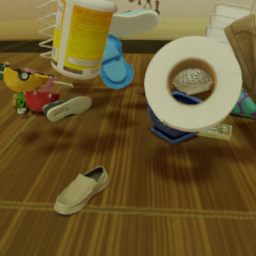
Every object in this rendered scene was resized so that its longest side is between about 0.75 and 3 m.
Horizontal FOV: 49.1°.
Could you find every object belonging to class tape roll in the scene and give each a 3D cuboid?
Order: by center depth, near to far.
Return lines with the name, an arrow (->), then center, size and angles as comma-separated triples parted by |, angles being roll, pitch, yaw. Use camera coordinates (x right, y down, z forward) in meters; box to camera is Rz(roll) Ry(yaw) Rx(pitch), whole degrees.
tape roll -> 1.334, -0.883, 5.924 | 1.945, 1.945, 0.680 | 7, -4, 14

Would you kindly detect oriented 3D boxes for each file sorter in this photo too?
file sorter -> 3.391, -3.497, 9.575 | 1.307, 1.883, 1.173 | 19, -4, 17
file sorter -> -2.806, -3.861, 11.354 | 1.407, 2.028, 1.263 | -1, 4, 38

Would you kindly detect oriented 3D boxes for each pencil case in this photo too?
pencil case -> 5.066, -0.896, 10.586 | 2.408, 1.113, 1.025 | 12, 31, 22

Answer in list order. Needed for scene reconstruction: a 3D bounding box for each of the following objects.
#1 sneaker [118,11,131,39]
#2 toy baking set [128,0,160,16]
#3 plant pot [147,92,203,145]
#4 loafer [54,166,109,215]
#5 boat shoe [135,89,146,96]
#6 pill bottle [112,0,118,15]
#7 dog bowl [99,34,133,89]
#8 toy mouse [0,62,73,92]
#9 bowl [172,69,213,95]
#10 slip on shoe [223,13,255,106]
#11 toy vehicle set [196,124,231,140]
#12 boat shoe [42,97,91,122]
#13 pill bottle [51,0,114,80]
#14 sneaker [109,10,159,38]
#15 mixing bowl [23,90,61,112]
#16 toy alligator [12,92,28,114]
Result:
sneaker -> -0.322, -4.159, 11.719 | 0.700, 1.703, 0.630 | 45, -2, 6
toy baking set -> 0.704, -5.076, 10.971 | 1.784, 0.208, 1.369 | 22, -8, -21
plant pot -> 1.544, -0.300, 9.188 | 1.383, 1.243, 1.383 | -20, 33, -28
loafer -> -1.087, 1.399, 6.605 | 0.620, 0.560, 1.639 | 16, 31, 30
boat shoe -> 0.755, -1.644, 12.969 | 0.968, 0.340, 0.341 | 10, 29, 23
pill bottle -> -1.344, -3.693, 9.614 | 1.950, 1.105, 1.105 | -47, 39, -4
dog bowl -> -0.539, -2.041, 8.820 | 1.022, 1.834, 0.455 | -24, -6, -10
toy mouse -> -2.919, -1.351, 7.445 | 2.682, 0.519, 2.383 | 5, 13, -45
bowl -> 3.058, -2.141, 12.720 | 2.315, 1.087, 2.315 | -15, 0, 0
slip on shoe -> 2.789, -1.181, 6.256 | 0.830, 2.739, 1.041 | -11, 45, 22
toy vehicle set -> 2.890, 0.078, 9.697 | 1.280, 0.170, 0.795 | 9, 28, 17
boat shoe -> -2.359, -0.874, 10.984 | 1.992, 0.715, 0.673 | -22, 38, -34
pill bottle -> -0.978, -2.218, 6.087 | 1.151, 2.107, 1.151 | 13, 32, -8
sneaker -> 0.031, -3.430, 9.176 | 2.013, 0.744, 0.825 | 1, 31, 12
mixing bowl -> -3.439, -1.064, 11.081 | 1.459, 0.790, 1.459 | 9, 7, -1
toy alligator -> -4.319, -0.921, 11.390 | 0.693, 0.502, 2.089 | -7, 33, -13
